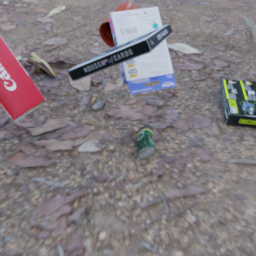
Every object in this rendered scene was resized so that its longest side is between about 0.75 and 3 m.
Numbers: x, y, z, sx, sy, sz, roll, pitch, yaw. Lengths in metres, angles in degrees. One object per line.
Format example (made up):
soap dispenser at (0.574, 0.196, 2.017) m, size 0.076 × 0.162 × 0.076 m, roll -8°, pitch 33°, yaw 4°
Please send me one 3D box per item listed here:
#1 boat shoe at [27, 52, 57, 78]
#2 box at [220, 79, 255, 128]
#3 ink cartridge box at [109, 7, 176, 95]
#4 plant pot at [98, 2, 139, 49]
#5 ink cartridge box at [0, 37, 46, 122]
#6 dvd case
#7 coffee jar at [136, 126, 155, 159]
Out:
boat shoe at (-4.504, -3.091, 14.403) m, size 0.793 × 0.795 × 2.203 m, roll -47°, pitch 64°, yaw -6°
box at (5.401, -1.037, 11.795) m, size 2.719 × 0.669 × 2.815 m, roll 4°, pitch 40°, yaw 8°
ink cartridge box at (0.448, -2.403, 8.872) m, size 1.586 × 0.558 × 2.659 m, roll -12°, pitch 84°, yaw -13°
plant pot at (-0.214, -4.480, 12.183) m, size 1.631 × 1.631 × 1.586 m, roll 16°, pitch 63°, yaw 19°
ink cartridge box at (-3.752, -1.622, 8.290) m, size 1.180 × 2.815 × 2.471 m, roll -37°, pitch 14°, yaw -15°
dvd case at (-0.054, -1.920, 6.937) m, size 1.975 × 0.325 × 2.629 m, roll -16°, pitch 20°, yaw 25°
coffee jar at (0.599, 0.488, 9.897) m, size 0.509 × 0.622 × 1.193 m, roll 36°, pitch 29°, yaw -27°
